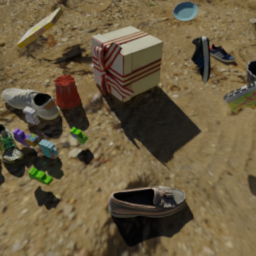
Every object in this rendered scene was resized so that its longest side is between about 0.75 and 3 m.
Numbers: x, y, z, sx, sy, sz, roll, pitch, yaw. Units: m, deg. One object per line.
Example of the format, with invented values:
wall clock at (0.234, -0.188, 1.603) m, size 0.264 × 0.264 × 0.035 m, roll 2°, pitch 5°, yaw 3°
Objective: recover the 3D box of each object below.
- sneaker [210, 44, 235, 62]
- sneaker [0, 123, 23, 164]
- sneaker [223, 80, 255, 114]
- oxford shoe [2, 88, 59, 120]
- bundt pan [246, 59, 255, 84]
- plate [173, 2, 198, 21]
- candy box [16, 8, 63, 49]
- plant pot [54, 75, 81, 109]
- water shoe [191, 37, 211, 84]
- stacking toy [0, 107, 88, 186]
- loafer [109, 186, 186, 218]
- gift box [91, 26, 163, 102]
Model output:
sneaker at (4.778, -3.853, 14.279) m, size 1.436 × 0.607 × 0.538 m, roll 31°, pitch 51°, yaw 28°
sneaker at (-4.156, 0.495, 9.526) m, size 0.688 × 0.793 × 1.790 m, roll -26°, pitch 49°, yaw -25°
sneaker at (3.347, -0.849, 7.429) m, size 1.467 × 0.663 × 0.573 m, roll -23°, pitch 11°, yaw 31°
oxford shoe at (-3.972, -1.184, 11.308) m, size 2.853 × 0.824 × 1.073 m, roll 22°, pitch 50°, yaw 24°
bundt pan at (6.198, -2.238, 12.455) m, size 2.036 × 0.764 × 2.036 m, roll 1°, pitch 44°, yaw -1°
plate at (1.808, -3.656, 8.834) m, size 0.777 × 0.099 × 0.777 m, roll -4°, pitch 68°, yaw 11°
candy box at (-2.239, -2.497, 7.081) m, size 1.341 × 0.177 × 0.686 m, roll -18°, pitch 38°, yaw 33°
plant pot at (-2.525, -1.520, 11.483) m, size 1.075 × 1.046 × 1.075 m, roll 0°, pitch 43°, yaw 0°
water shoe at (2.467, -2.285, 9.539) m, size 0.606 × 1.537 × 0.549 m, roll 1°, pitch 10°, yaw 26°
stacking toy at (-3.161, 0.593, 9.588) m, size 2.980 × 0.700 × 2.247 m, roll 21°, pitch 49°, yaw 18°
loafer at (0.577, 2.050, 7.935) m, size 2.270 × 0.714 × 0.816 m, roll -6°, pitch 44°, yaw -6°
gift box at (-0.069, -2.721, 11.751) m, size 2.482 × 2.453 × 2.658 m, roll -27°, pitch 44°, yaw -28°
